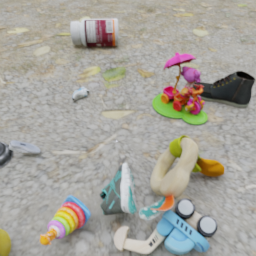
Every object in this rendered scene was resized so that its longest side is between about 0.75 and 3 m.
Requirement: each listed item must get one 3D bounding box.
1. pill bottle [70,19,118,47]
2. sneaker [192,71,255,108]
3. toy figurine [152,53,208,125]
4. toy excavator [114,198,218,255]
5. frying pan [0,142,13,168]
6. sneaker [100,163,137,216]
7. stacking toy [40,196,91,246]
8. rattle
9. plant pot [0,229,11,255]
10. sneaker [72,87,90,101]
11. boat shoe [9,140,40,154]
[{"bbox_3d":[-1.934,-5.579,16.449,2.697,1.540,1.540,-2,40,-3],"label":"pill bottle"},{"bbox_3d":[4.001,-1.893,12.088,2.668,1.417,0.998,16,42,18],"label":"sneaker"},{"bbox_3d":[2.209,-1.709,11.120,1.949,2.390,2.597,-26,47,-28],"label":"toy figurine"},{"bbox_3d":[0.918,2.681,6.972,1.946,0.999,2.001,36,68,22],"label":"toy excavator"},{"bbox_3d":[-5.000,1.153,9.293,1.453,0.391,2.401,25,42,27],"label":"frying pan"},{"bbox_3d":[-0.337,1.707,7.966,0.981,0.834,2.151,-17,16,6],"label":"sneaker"},{"bbox_3d":[-1.678,2.448,6.982,0.829,0.784,1.428,39,29,9],"label":"stacking toy"},{"bbox_3d":[1.617,1.740,7.761,1.898,2.083,2.916,-32,21,24],"label":"rattle"},{"bbox_3d":[-3.302,2.806,6.533,1.238,1.238,0.879,31,14,32],"label":"plant pot"},{"bbox_3d":[-2.071,-1.486,12.415,0.457,0.395,1.054,23,41,15],"label":"sneaker"},{"bbox_3d":[-3.537,0.718,9.558,1.014,0.331,0.373,23,27,-24],"label":"boat shoe"}]
